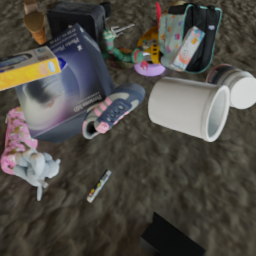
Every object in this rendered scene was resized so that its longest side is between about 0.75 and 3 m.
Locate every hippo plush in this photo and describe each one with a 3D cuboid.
[{"bbox_3d":[-2.428,1.062,7.991,1.366,1.088,1.099,38,24,17],"label":"hippo plush"}]

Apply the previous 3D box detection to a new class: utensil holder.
[{"bbox_3d":[1.742,-0.617,8.106,1.851,1.573,1.573,20,49,34],"label":"utensil holder"}]

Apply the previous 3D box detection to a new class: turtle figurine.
[{"bbox_3d":[-0.282,-2.819,10.196,2.787,1.403,2.086,12,4,38],"label":"turtle figurine"}]

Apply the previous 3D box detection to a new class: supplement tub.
[{"bbox_3d":[3.374,-1.370,9.136,1.142,1.142,1.627,-9,26,-8],"label":"supplement tub"}]

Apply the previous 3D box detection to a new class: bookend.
[{"bbox_3d":[0.878,3.598,7.663,1.746,0.809,1.757,31,55,27],"label":"bookend"}]

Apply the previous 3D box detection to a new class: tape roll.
[{"bbox_3d":[1.105,-3.327,14.281,1.590,0.522,1.590,1,47,-1],"label":"tape roll"}]

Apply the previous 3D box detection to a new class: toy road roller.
[{"bbox_3d":[1.436,-3.985,11.978,1.948,2.669,1.640,19,49,20],"label":"toy road roller"}]

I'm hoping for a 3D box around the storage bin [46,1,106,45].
[{"bbox_3d":[-1.774,-3.609,9.810,1.820,1.230,0.853,13,48,16],"label":"storage bin"}]

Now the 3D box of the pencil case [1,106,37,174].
[{"bbox_3d":[-4.000,0.437,10.399,1.153,1.103,2.664,-8,49,-8],"label":"pencil case"}]

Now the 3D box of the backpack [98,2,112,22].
[{"bbox_3d":[-1.243,-4.751,11.645,0.992,0.753,1.189,-18,23,-13],"label":"backpack"}]

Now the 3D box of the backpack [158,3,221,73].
[{"bbox_3d":[2.091,-3.074,9.893,1.961,2.231,1.710,-12,18,-37],"label":"backpack"}]

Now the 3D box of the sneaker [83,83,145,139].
[{"bbox_3d":[-0.386,-0.313,6.671,0.731,2.085,0.855,31,53,-24],"label":"sneaker"}]

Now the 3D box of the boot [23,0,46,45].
[{"bbox_3d":[-3.580,-3.900,11.130,0.764,1.605,2.075,-12,55,-10],"label":"boot"}]

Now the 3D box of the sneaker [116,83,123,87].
[{"bbox_3d":[-0.574,-1.154,9.941,1.427,0.502,0.572,-13,43,47],"label":"sneaker"}]

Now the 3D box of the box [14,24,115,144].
[{"bbox_3d":[-1.898,-1.247,8.668,2.622,1.616,2.600,-26,76,12],"label":"box"}]

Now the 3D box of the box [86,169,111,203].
[{"bbox_3d":[-0.764,1.488,7.208,0.166,0.570,0.833,34,63,4],"label":"box"}]

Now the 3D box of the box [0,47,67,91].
[{"bbox_3d":[-2.711,-1.544,7.134,2.191,0.454,1.304,-23,35,-16],"label":"box"}]

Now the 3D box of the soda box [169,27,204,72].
[{"bbox_3d":[1.568,-2.095,7.507,0.363,0.390,1.141,29,89,-11],"label":"soda box"}]

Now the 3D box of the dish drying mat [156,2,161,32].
[{"bbox_3d":[1.149,-3.977,10.315,0.106,0.447,1.165,-6,83,18],"label":"dish drying mat"}]
